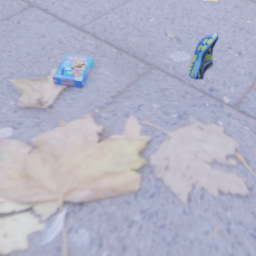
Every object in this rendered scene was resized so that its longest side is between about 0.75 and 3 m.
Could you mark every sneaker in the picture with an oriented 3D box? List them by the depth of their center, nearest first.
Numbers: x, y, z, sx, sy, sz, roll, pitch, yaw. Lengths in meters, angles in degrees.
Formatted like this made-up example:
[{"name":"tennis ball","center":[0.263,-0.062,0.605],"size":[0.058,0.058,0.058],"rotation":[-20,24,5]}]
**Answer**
[{"name":"sneaker","center":[2.254,-2.076,8.226],"size":[0.582,1.404,0.498],"rotation":[12,17,-30]}]

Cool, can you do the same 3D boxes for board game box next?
[{"name":"board game box","center":[-1.868,-1.993,9.694],"size":[1.030,0.305,1.355],"rotation":[9,51,8]}]
